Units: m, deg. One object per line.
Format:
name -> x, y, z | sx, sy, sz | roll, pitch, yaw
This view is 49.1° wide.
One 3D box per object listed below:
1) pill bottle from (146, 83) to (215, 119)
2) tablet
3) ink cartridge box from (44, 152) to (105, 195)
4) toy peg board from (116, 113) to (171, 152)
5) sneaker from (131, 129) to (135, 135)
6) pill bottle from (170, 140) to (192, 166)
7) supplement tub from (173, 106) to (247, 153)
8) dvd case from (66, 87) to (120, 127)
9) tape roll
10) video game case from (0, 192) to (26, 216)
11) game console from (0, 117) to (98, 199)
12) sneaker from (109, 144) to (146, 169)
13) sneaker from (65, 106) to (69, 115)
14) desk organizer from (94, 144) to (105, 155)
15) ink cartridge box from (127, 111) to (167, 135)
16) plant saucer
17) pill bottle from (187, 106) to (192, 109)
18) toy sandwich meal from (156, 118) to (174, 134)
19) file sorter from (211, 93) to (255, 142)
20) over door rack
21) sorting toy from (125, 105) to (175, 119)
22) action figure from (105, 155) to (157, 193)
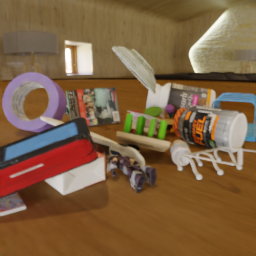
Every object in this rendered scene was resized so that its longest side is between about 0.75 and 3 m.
pill bottle -> 2.443, -1.166, 13.247 | 2.999, 1.745, 1.745 | 10, 15, 8
tablet -> -1.706, 0.148, 10.084 | 1.943, 0.204, 2.985 | 20, -1, -44
ink cartridge box -> -1.730, 0.912, 7.502 | 1.245, 0.721, 2.138 | -13, 21, -39
toy peg board -> 0.512, 0.157, 8.806 | 1.587, 0.776, 1.580 | 12, -10, 3
sneaker -> 0.149, 0.162, 11.034 | 0.343, 0.404, 0.931 | 26, 31, -7
pill bottle -> 1.603, 0.730, 8.627 | 0.578, 0.578, 1.062 | 1, 13, 5
supplement tub -> 2.851, -0.025, 9.992 | 2.305, 1.412, 1.412 | 12, 18, 44
dvd case -> -1.605, -0.969, 13.171 | 2.407, 1.757, 0.265 | -9, -2, -25
tape roll -> -3.875, -1.027, 11.695 | 2.367, 2.367, 1.006 | 2, -5, 7
video game case -> -2.654, 1.618, 6.043 | 0.649, 0.079, 0.908 | -9, 17, -33
game console -> -2.073, 0.403, 6.013 | 2.501, 1.484, 2.155 | -22, -19, -5
sneaker -> 0.195, 0.786, 8.497 | 0.844, 0.551, 1.509 | -1, 17, -41
sneaker -> -3.418, -0.990, 15.925 | 1.296, 0.542, 0.783 | 5, 5, 14
desk organizer -> -1.354, 0.635, 9.273 | 1.199, 0.462, 0.430 | 8, 16, 31
ink cartridge box -> 0.655, -0.129, 10.138 | 0.988, 0.578, 1.703 | 14, -1, 28
plant saucer -> 0.362, -2.178, 9.968 | 0.553, 2.205, 2.205 | -43, 14, 5
pill bottle -> 2.772, -0.634, 11.742 | 0.529, 0.529, 0.996 | -1, 7, -3
toy sandwich meal -> 1.696, -0.053, 11.973 | 1.767, 0.605, 1.767 | 4, 6, 0
file sorter -> 4.548, -0.565, 11.911 | 1.774, 1.569, 2.557 | 7, 15, 24
over door rack -> 2.588, 0.857, 7.334 | 1.681, 0.758, 2.276 | -7, -6, -29
sorting toy -> 0.987, -0.420, 12.291 | 2.177, 0.750, 0.755 | -12, 35, 1
action figure -> 0.015, 1.068, 7.233 | 1.031, 0.550, 1.585 | -5, 16, -31
